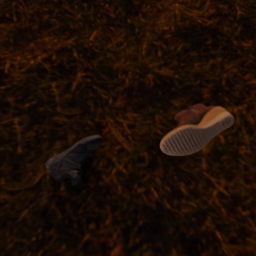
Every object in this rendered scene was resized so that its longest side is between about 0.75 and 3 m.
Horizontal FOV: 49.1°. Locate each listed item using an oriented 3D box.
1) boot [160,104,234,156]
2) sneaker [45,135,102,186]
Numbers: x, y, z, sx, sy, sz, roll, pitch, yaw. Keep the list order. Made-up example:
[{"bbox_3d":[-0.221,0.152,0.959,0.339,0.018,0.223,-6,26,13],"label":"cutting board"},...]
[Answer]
[{"bbox_3d":[1.957,-0.021,9.250,2.537,2.110,0.918,-23,107,-7],"label":"boot"},{"bbox_3d":[-1.704,1.217,10.027,2.216,0.847,1.269,-33,70,-12],"label":"sneaker"}]
